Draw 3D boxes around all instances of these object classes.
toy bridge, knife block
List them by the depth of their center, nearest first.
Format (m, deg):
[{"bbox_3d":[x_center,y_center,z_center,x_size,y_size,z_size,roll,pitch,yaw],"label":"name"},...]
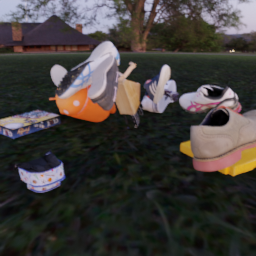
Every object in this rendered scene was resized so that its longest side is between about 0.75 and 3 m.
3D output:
[{"bbox_3d":[-0.036,-0.803,9.788,0.584,1.603,1.826,2,2,25],"label":"knife block"},{"bbox_3d":[-0.311,-2.261,12.159,1.661,0.226,0.558,-39,33,-3],"label":"toy bridge"}]

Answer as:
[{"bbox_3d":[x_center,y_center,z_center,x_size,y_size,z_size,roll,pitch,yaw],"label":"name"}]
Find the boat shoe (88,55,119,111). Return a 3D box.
[{"bbox_3d":[-0.594,-1.225,7.548,0.713,0.608,2.132,-24,33,24],"label":"boat shoe"}]

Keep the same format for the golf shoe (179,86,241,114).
[{"bbox_3d":[2.247,-0.903,8.134,0.731,0.928,2.015,-48,31,-22],"label":"golf shoe"}]

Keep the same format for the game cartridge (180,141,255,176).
[{"bbox_3d":[2.899,0.648,7.983,2.144,0.348,1.890,-13,23,-28],"label":"game cartridge"}]

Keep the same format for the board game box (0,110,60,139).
[{"bbox_3d":[-3.698,-0.180,10.278,1.343,0.343,1.983,14,24,35],"label":"board game box"}]

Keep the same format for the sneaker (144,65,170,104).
[{"bbox_3d":[0.923,-1.551,9.680,0.708,1.675,0.628,33,54,15],"label":"sneaker"}]

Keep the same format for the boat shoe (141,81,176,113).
[{"bbox_3d":[1.331,-1.477,13.179,1.267,1.098,2.972,5,29,25],"label":"boat shoe"}]

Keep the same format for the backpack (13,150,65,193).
[{"bbox_3d":[-1.884,1.009,6.217,0.965,0.743,0.919,-25,17,-37],"label":"backpack"}]

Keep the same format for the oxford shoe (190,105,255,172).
[{"bbox_3d":[2.447,-0.049,6.392,1.029,1.092,2.920,-5,15,47],"label":"oxford shoe"}]

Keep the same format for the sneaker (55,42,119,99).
[{"bbox_3d":[-1.210,-1.778,9.211,1.016,1.024,2.827,0,41,47],"label":"sneaker"}]

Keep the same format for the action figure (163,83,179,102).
[{"bbox_3d":[1.347,-1.335,10.316,1.065,0.693,0.370,34,54,20],"label":"action figure"}]

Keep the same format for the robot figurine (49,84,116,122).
[{"bbox_3d":[-1.602,-1.014,10.405,1.823,1.478,2.534,19,3,41],"label":"robot figurine"}]

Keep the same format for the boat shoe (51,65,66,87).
[{"bbox_3d":[-2.543,-1.921,12.103,2.083,0.780,0.644,41,10,21],"label":"boat shoe"}]
